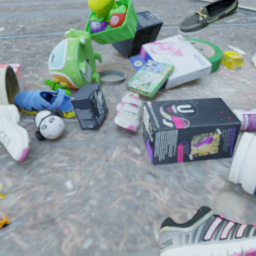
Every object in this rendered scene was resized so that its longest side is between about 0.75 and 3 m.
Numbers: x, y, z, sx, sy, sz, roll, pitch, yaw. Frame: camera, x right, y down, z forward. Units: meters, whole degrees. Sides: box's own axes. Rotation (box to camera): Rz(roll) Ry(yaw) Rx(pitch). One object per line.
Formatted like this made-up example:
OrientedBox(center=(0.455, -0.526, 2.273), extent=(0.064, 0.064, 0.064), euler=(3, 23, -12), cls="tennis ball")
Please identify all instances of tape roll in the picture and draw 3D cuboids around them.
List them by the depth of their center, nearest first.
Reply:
OrientedBox(center=(3.315, -3.767, 14.578), extent=(2.996, 0.720, 2.996), euler=(2, 40, -2), cls="tape roll")

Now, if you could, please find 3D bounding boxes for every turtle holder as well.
OrientedBox(center=(-2.386, -3.046, 12.091), extent=(1.904, 2.682, 2.038), euler=(-4, 9, 18), cls="turtle holder")

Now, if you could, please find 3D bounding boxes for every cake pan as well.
OrientedBox(center=(-0.801, -2.367, 13.142), extent=(1.431, 0.262, 1.431), euler=(0, 33, 0), cls="cake pan")

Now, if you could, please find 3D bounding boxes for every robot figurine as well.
OrientedBox(center=(-2.603, -0.158, 9.172), extent=(0.807, 0.971, 1.293), euler=(-5, 27, -32), cls="robot figurine")

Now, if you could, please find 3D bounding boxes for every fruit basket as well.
OrientedBox(center=(-1.018, -5.087, 12.431), extent=(2.608, 2.608, 1.881), euler=(8, 71, 13), cls="fruit basket")

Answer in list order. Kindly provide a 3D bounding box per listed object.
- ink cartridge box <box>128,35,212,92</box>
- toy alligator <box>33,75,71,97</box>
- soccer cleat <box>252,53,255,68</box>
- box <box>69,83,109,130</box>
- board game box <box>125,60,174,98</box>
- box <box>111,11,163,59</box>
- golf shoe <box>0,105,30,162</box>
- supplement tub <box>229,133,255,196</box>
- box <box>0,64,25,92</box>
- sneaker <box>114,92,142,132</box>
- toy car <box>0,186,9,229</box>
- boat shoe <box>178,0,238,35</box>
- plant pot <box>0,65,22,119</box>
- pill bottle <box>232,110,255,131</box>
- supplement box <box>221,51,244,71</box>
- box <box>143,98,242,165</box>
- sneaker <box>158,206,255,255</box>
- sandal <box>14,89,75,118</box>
OrientedBox(center=(1.810, -3.045, 12.879), extent=(2.904, 0.629, 2.851), euler=(-19, 50, -12), cls="ink cartridge box")
OrientedBox(center=(-3.065, -1.768, 11.666), extent=(1.920, 0.569, 0.521), euler=(27, 17, 16), cls="toy alligator")
OrientedBox(center=(6.795, -3.455, 14.564), extent=(0.489, 0.548, 1.412), euler=(1, 33, 1), cls="soccer cleat")
OrientedBox(center=(-1.309, -0.756, 9.689), extent=(0.734, 1.164, 1.184), euler=(-6, 31, 21), cls="box")
OrientedBox(center=(0.920, -2.097, 11.681), extent=(1.268, 0.274, 1.885), euler=(22, 57, 30), cls="board game box")
OrientedBox(center=(0.513, -5.343, 15.965), extent=(1.337, 1.853, 2.497), euler=(43, 48, 17), cls="box")
OrientedBox(center=(-3.607, 0.129, 8.189), extent=(1.035, 0.852, 2.261), euler=(10, 31, -45), cls="golf shoe")
OrientedBox(center=(3.682, 1.047, 6.696), extent=(2.137, 1.543, 1.543), euler=(19, 37, 27), cls="supplement tub")
OrientedBox(center=(-5.622, -1.685, 11.168), extent=(2.628, 1.244, 1.349), euler=(-5, 33, -8), cls="box")
OrientedBox(center=(0.044, -0.632, 9.632), extent=(0.822, 0.892, 2.022), euler=(18, 28, -17), cls="sneaker")
OrientedBox(center=(-3.159, 1.857, 6.472), extent=(0.632, 0.428, 1.288), euler=(-14, 36, -22), cls="toy car")
OrientedBox(center=(3.559, -5.118, 12.631), extent=(2.755, 0.830, 0.982), euler=(-20, 69, 11), cls="boat shoe")
OrientedBox(center=(-4.874, -1.144, 9.763), extent=(1.768, 1.931, 1.931), euler=(-6, 33, -6), cls="plant pot")
OrientedBox(center=(4.200, -0.267, 9.493), extent=(1.279, 0.718, 0.718), euler=(-2, 33, -3), cls="pill bottle")
OrientedBox(center=(5.380, -3.521, 14.569), extent=(0.641, 0.645, 1.179), euler=(-7, 34, -11), cls="supplement box")
OrientedBox(center=(1.795, 0.048, 8.396), extent=(2.504, 1.328, 1.531), euler=(-4, 36, -7), cls="box")
OrientedBox(center=(1.865, 2.103, 5.508), extent=(2.817, 1.039, 1.232), euler=(-8, 40, -4), cls="sneaker")
OrientedBox(center=(-3.020, -1.040, 10.164), extent=(2.445, 1.065, 0.972), euler=(4, 67, 10), cls="sandal")
